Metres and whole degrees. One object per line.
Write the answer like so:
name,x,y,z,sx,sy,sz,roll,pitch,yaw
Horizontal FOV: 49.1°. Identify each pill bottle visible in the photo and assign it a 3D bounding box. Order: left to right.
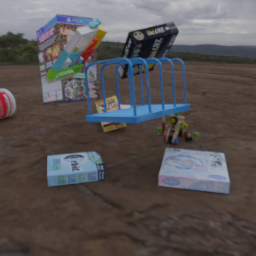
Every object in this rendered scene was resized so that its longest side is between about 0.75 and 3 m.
pill bottle,-7.005,-0.982,13.672,1.492,1.492,2.658,8,20,24

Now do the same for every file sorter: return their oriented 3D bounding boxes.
file sorter,0.270,-1.086,7.786,1.763,1.558,2.540,2,12,41

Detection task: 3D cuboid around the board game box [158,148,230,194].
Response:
board game box,2.013,1.255,8.634,1.940,0.421,1.931,4,19,13

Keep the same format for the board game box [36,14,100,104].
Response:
board game box,-2.329,-2.433,10.635,1.411,2.914,2.323,-8,7,-34

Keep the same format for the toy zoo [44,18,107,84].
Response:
toy zoo,-1.332,-2.090,7.607,0.212,2.075,1.361,47,31,2

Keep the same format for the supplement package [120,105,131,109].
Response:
supplement package,-0.355,-0.716,14.053,1.347,0.738,0.766,4,19,11

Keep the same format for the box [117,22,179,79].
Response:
box,0.611,-2.635,9.753,1.704,0.519,2.114,-21,-17,-21

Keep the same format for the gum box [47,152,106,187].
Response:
gum box,-1.651,1.242,8.761,1.688,0.376,1.434,-5,19,-15

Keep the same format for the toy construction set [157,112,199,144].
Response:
toy construction set,1.897,-0.172,11.605,1.372,1.264,1.645,-11,21,-31

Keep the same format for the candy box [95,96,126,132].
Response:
candy box,-0.841,-0.674,13.012,1.048,0.502,1.815,-15,45,-8
